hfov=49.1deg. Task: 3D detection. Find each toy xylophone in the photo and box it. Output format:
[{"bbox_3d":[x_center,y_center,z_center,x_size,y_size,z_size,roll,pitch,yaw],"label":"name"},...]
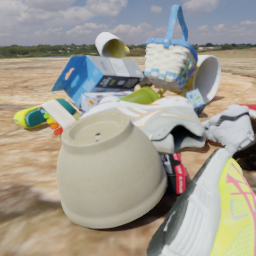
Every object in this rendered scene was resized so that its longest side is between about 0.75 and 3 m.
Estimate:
[{"bbox_3d":[-1.720,-0.332,7.249,0.871,0.299,1.190,-24,63,-35],"label":"toy xylophone"}]

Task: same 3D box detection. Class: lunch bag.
[{"bbox_3d":[-0.493,-0.752,8.505,1.802,0.681,1.444,-3,12,-16],"label":"lunch bag"},{"bbox_3d":[2.158,-0.806,9.083,0.486,0.649,0.763,-21,-20,6],"label":"lunch bag"}]

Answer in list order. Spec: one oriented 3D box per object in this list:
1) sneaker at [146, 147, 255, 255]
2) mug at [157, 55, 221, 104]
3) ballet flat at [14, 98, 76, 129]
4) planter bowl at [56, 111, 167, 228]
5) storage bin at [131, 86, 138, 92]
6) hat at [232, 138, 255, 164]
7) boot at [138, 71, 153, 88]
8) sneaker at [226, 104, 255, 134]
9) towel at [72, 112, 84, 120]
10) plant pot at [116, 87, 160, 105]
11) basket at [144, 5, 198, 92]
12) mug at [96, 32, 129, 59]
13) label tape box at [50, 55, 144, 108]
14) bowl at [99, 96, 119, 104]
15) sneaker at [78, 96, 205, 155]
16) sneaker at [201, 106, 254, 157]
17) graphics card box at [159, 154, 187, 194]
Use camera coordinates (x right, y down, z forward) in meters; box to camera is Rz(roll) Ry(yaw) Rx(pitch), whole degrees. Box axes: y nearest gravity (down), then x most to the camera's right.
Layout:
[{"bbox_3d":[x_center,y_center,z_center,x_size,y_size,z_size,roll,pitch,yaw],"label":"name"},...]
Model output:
[{"bbox_3d":[1.149,1.065,3.251,1.186,1.026,2.627,34,22,15],"label":"sneaker"},{"bbox_3d":[2.257,-2.042,11.266,2.349,1.881,1.928,-13,24,-41],"label":"mug"},{"bbox_3d":[-2.469,-0.471,8.365,0.700,0.697,2.087,2,16,31],"label":"ballet flat"},{"bbox_3d":[-0.317,0.424,3.984,1.601,1.077,1.601,-11,27,5],"label":"planter bowl"},{"bbox_3d":[-0.335,-1.556,11.973,1.401,0.656,1.391,-1,16,-4],"label":"storage bin"},{"bbox_3d":[2.851,0.418,5.096,1.867,1.867,0.753,-11,61,-33],"label":"hat"},{"bbox_3d":[0.787,-1.816,11.395,0.746,0.765,2.027,-27,18,-1],"label":"boot"},{"bbox_3d":[3.709,-0.456,6.555,2.491,1.401,0.887,22,-14,36],"label":"sneaker"},{"bbox_3d":[-0.476,-0.162,8.058,2.576,0.293,1.850,9,19,29],"label":"towel"},{"bbox_3d":[0.130,-0.398,7.024,1.046,1.086,1.086,-18,24,-34],"label":"plant pot"},{"bbox_3d":[1.565,-2.601,9.669,1.714,2.465,2.173,10,-3,22],"label":"basket"},{"bbox_3d":[-0.710,-3.160,10.995,1.258,1.008,1.033,39,11,-47],"label":"mug"},{"bbox_3d":[-0.999,-1.449,9.258,2.524,0.834,1.809,-7,-26,-42],"label":"label tape box"},{"bbox_3d":[-0.407,-0.506,7.481,0.785,0.785,0.353,-5,-5,-15],"label":"bowl"},{"bbox_3d":[0.281,0.120,5.924,2.945,1.115,1.355,-13,39,-12],"label":"sneaker"},{"bbox_3d":[2.136,0.230,6.292,0.632,0.967,1.683,-7,-16,-23],"label":"sneaker"},{"bbox_3d":[0.210,0.775,4.756,1.444,0.367,0.906,-2,17,2],"label":"graphics card box"}]
